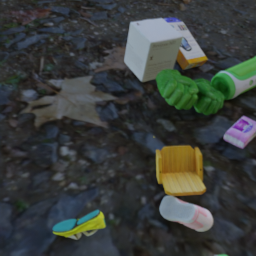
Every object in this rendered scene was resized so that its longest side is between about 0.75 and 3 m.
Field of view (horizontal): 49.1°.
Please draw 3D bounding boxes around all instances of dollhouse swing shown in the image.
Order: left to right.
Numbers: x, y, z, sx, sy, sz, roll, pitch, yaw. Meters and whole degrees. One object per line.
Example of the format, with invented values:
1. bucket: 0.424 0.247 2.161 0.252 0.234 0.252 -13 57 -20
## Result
1. dollhouse swing: 1.524 1.183 7.996 1.301 1.182 1.144 -2 4 -2

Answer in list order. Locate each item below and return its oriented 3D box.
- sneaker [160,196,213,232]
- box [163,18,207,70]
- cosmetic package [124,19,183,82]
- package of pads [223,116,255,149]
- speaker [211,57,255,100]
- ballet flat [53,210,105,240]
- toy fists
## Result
1. sneaker: 1.538 2.295 7.401 0.880 1.684 0.634 29 75 -18
2. box: 2.352 -3.791 12.438 1.466 0.511 2.462 -21 74 -40
3. cosmetic package: 0.978 -3.249 11.685 1.604 1.917 1.595 -18 54 -25
4. package of pads: 3.905 0.151 9.575 0.736 0.462 1.221 34 52 31
5. speaker: 4.761 -2.089 11.441 2.798 1.237 1.237 -24 51 -22
6. ballet flat: -1.262 2.612 7.275 1.552 0.520 0.519 -24 11 19
7. toy fists: 2.354 -1.280 10.316 2.832 0.974 1.443 10 48 -31
